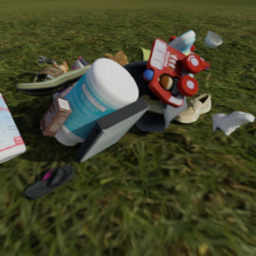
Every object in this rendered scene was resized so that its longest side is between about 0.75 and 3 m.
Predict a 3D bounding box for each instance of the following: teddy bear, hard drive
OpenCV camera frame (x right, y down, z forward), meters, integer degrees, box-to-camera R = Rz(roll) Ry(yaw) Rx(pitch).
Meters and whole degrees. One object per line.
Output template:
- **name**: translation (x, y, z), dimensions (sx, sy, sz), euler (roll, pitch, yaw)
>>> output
- **teddy bear**: translation (-0.754, -2.592, 11.546), dimensions (1.060, 0.488, 1.462), euler (38, 66, 27)
- **hard drive**: translation (-0.566, 0.129, 8.441), dimensions (1.692, 2.424, 0.399), euler (-30, 80, -33)

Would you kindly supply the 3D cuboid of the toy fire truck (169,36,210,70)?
- **toy fire truck**: translation (3.570, -4.177, 16.692), dimensions (2.463, 1.645, 2.933), euler (9, 27, -23)

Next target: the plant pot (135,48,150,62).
- **plant pot**: translation (0.947, -3.260, 13.281), dimensions (0.927, 1.008, 1.008), euler (-2, 29, -22)

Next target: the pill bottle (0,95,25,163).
- **pill bottle**: translation (-4.288, -0.230, 8.346), dimensions (1.463, 2.690, 1.463), euler (-24, 1, 1)

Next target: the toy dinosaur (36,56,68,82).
- **toy dinosaur**: translation (-3.941, -2.957, 15.129), dimensions (1.764, 1.327, 2.599), euler (20, 14, -1)

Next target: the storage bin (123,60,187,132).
- **storage bin**: translation (1.058, -1.356, 10.539), dimensions (1.724, 2.567, 1.868), euler (-26, 19, -37)

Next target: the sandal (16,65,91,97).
- **sandal**: translation (-2.584, -1.791, 10.064), dimensions (2.840, 0.810, 1.128), euler (-20, -5, -14)

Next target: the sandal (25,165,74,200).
- **sandal**: translation (-2.168, 1.458, 7.969), dimensions (0.604, 0.385, 1.607), euler (20, 36, 31)

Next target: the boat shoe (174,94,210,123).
- **boat shoe**: translation (2.695, -0.832, 11.571), dimensions (2.202, 0.715, 0.794), euler (-26, 39, -37)

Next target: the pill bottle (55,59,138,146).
- **pill bottle**: translation (-1.211, -0.628, 8.893), dimensions (1.656, 2.989, 1.656), euler (32, 36, -26)

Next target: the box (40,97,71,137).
- **box**: translation (-2.161, -0.311, 8.295), dimensions (0.422, 1.126, 0.564), euler (15, 39, -42)

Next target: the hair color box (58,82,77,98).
- **hair color box**: translation (-1.912, -1.249, 9.774), dimensions (1.013, 0.307, 0.507), euler (-37, 30, -1)

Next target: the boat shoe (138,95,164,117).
- **boat shoe**: translation (0.664, -0.883, 10.295), dimensions (1.835, 0.609, 0.679), euler (13, -6, -3)

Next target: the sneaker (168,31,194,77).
- **sneaker**: translation (2.138, -2.481, 10.787), dimensions (1.026, 1.685, 2.581), euler (-28, -3, -14)

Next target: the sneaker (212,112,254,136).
- **sneaker**: translation (3.317, -0.105, 8.917), dimensions (0.550, 0.701, 1.411), euler (14, -13, -34)

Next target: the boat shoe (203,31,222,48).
- **boat shoe**: translation (3.503, -3.640, 11.789), dimensions (0.644, 0.561, 1.748), euler (26, 30, -4)

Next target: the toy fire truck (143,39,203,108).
- **toy fire truck**: translation (1.324, -1.722, 9.071), dimensions (1.705, 1.139, 2.031), euler (22, 68, -15)

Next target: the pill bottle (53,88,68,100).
- **pill bottle**: translation (-2.099, -1.072, 11.219), dimensions (1.485, 1.485, 2.642), euler (-14, 33, -23)

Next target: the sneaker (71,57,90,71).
- **sneaker**: translation (-1.609, -2.081, 11.858), dimensions (2.062, 0.770, 0.831), euler (50, 10, 24)
